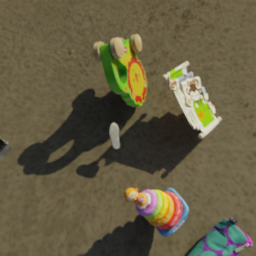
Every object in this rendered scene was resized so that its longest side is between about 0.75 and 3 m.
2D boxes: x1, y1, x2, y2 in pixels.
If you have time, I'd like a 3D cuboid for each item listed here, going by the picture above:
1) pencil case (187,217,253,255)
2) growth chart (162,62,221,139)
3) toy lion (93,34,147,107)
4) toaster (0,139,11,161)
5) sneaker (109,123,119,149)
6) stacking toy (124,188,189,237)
[{"bbox_3d":[2.761,4.276,9.152,2.766,1.278,1.177,-42,106,-11],"label":"pencil case"},{"bbox_3d":[2.448,-1.054,10.338,2.113,0.259,2.920,-44,106,-42],"label":"growth chart"},{"bbox_3d":[-0.034,-1.982,10.337,0.943,2.746,2.632,-5,108,26],"label":"toy lion"},{"bbox_3d":[-5.158,0.785,10.645,0.956,0.628,1.058,35,75,11],"label":"toaster"},{"bbox_3d":[-0.519,0.281,10.174,0.351,0.389,0.949,-5,101,-12],"label":"sneaker"},{"bbox_3d":[0.726,2.432,8.959,1.372,2.364,1.297,-49,38,7],"label":"stacking toy"}]
